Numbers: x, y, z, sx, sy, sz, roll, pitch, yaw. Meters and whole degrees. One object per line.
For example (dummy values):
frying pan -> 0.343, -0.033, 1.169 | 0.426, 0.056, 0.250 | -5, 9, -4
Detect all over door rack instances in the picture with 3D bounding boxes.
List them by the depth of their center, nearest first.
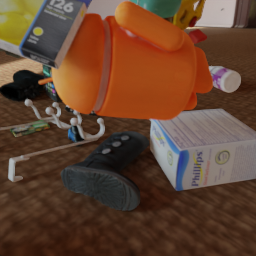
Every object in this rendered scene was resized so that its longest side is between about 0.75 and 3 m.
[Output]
over door rack -> -2.394, 0.031, 7.510 | 2.199, 0.991, 2.976 | 20, 32, 34

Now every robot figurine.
robot figurine -> -0.011, -1.021, 4.852 | 2.906, 1.694, 2.090 | 4, 8, -18

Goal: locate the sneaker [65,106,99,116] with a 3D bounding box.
sneaker -> -1.430, -0.824, 9.694 | 1.477, 0.491, 0.668 | 7, 64, 17

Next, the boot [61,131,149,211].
boot -> -0.104, 0.803, 6.345 | 1.821, 0.725, 2.209 | 15, 25, 26

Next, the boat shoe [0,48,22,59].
boat shoe -> -2.778, -2.118, 6.089 | 2.040, 0.734, 0.693 | 28, 66, 21

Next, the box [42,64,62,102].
box -> -2.492, -2.235, 11.166 | 1.490, 2.006, 1.247 | -16, 30, -31

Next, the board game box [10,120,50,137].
board game box -> -3.018, 0.007, 8.631 | 1.050, 0.123, 0.550 | -17, 28, -32

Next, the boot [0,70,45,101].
boot -> -4.525, -1.768, 11.680 | 2.202, 0.815, 1.804 | 15, 31, 25

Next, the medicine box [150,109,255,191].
medicine box -> 1.760, 0.404, 6.663 | 2.034, 1.047, 1.852 | -6, 26, -11

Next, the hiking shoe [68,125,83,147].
hiking shoe -> -1.497, 0.266, 7.929 | 0.311, 0.362, 0.836 | 25, 28, -36

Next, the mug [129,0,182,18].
mug -> 0.581, -3.311, 7.045 | 1.028, 1.663, 1.366 | -14, 41, -15

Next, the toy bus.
toy bus -> 1.307, -3.895, 9.212 | 2.540, 1.391, 2.692 | 0, 54, 0

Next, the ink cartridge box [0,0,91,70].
ink cartridge box -> -1.314, -1.620, 3.804 | 1.332, 1.347, 0.317 | 20, -15, 1

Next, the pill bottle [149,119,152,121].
pill bottle -> 1.143, -0.657, 9.402 | 0.653, 0.653, 1.179 | 13, 29, 26

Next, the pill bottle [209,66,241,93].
pill bottle -> 4.104, -2.227, 12.446 | 0.933, 0.933, 1.662 | -8, 25, -16
